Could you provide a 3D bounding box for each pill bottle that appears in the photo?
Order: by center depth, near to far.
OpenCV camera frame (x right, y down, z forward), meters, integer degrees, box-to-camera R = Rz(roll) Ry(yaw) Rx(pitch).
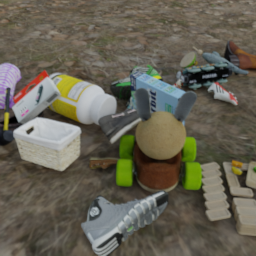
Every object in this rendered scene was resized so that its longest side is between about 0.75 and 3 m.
[{"bbox_3d":[-1.784,-0.989,10.228,2.580,1.451,1.451,22,42,25],"label":"pill bottle"}]

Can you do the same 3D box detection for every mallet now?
[{"bbox_3d":[-3.997,-0.428,9.298,0.415,2.015,0.664,13,-17,-43],"label":"mallet"}]

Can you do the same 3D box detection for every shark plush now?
[{"bbox_3d":[4.495,-2.883,13.247,2.188,0.994,0.911,39,5,13],"label":"shark plush"}]

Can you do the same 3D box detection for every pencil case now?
[{"bbox_3d":[-5.112,-1.776,11.668,1.054,1.035,2.466,23,30,-28],"label":"pencil case"}]

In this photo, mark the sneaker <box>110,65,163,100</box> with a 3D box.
[{"bbox_3d":[0.236,-1.924,11.663,2.529,0.987,1.077,-23,70,-37],"label":"sneaker"}]

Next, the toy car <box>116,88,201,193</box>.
[{"bbox_3d":[0.860,0.146,7.601,2.282,2.778,2.192,2,36,3],"label":"toy car"}]

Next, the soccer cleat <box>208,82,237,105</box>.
[{"bbox_3d":[3.881,-1.311,11.517,0.595,0.479,1.397,-42,58,7],"label":"soccer cleat"}]

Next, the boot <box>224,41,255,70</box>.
[{"bbox_3d":[6.308,-3.689,14.303,2.513,0.860,2.365,4,37,4],"label":"boot"}]

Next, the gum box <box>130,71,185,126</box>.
[{"bbox_3d":[0.985,-0.765,9.619,0.470,1.793,2.110,-35,48,-30],"label":"gum box"}]

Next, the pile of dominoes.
[{"bbox_3d":[2.954,1.804,7.642,1.910,0.390,2.450,4,29,6],"label":"pile of dominoes"}]

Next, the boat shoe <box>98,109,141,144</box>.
[{"bbox_3d":[-0.141,-0.280,8.973,0.779,0.914,2.735,50,21,1],"label":"boat shoe"}]

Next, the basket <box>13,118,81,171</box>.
[{"bbox_3d":[-2.389,0.487,8.478,1.687,1.041,1.144,12,29,21],"label":"basket"}]

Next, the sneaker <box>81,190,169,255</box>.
[{"bbox_3d":[-0.158,1.932,6.863,2.241,0.841,1.294,-28,43,-28],"label":"sneaker"}]

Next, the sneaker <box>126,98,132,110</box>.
[{"bbox_3d":[0.176,-0.910,11.105,0.435,0.391,1.008,32,23,-11],"label":"sneaker"}]

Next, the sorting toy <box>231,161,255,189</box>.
[{"bbox_3d":[3.677,1.318,7.902,1.516,0.203,1.129,15,32,22],"label":"sorting toy"}]

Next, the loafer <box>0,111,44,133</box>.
[{"bbox_3d":[-3.798,-0.277,10.004,0.647,0.567,1.801,30,47,28],"label":"loafer"}]

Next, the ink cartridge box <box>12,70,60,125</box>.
[{"bbox_3d":[-3.352,-1.153,9.834,1.691,0.368,1.467,-39,61,5],"label":"ink cartridge box"}]

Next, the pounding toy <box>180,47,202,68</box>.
[{"bbox_3d":[2.972,-3.110,12.940,0.507,1.092,0.843,34,13,-27],"label":"pounding toy"}]

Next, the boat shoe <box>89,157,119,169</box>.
[{"bbox_3d":[-0.672,1.078,8.369,1.030,0.370,0.350,-3,71,20],"label":"boat shoe"}]

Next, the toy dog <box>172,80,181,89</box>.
[{"bbox_3d":[2.014,-1.638,11.922,0.843,0.556,0.406,-41,91,-4],"label":"toy dog"}]

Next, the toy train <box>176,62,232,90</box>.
[{"bbox_3d":[3.349,-2.355,12.452,2.375,1.012,1.353,-12,19,-9],"label":"toy train"}]
